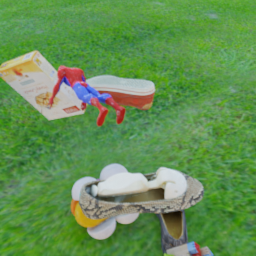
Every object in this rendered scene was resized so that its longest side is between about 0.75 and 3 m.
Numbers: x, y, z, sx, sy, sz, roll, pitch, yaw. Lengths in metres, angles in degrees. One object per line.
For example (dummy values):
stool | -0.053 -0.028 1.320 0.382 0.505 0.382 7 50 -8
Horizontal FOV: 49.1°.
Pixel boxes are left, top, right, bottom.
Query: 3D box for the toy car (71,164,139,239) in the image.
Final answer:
toy car | -0.845 2.372 9.451 2.282 1.997 1.711 -24 11 -24

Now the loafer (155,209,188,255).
loafer | 1.442 2.746 9.307 1.068 1.061 2.935 -5 41 -4

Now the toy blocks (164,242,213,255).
toy blocks | 1.316 2.623 5.479 0.796 1.165 0.582 -26 31 18

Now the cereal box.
cereal box | -3.106 -1.407 10.306 2.017 2.803 0.554 -8 49 34

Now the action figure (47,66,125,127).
action figure | -1.372 -0.734 7.959 0.952 1.444 2.917 -4 39 -41

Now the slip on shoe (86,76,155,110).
slip on shoe | -0.457 -1.167 9.303 2.906 0.889 1.077 13 34 29

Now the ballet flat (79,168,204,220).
ballet flat | 0.324 1.233 5.578 2.631 0.991 0.892 -6 44 -6
